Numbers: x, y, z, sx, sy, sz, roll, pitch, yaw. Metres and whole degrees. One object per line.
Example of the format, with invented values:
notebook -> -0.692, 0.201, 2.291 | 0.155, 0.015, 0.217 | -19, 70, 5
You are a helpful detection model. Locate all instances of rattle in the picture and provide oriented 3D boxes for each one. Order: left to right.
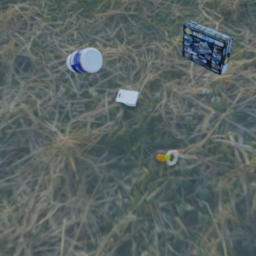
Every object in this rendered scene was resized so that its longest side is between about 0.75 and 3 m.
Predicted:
rattle -> 1.717, 1.133, 11.289 | 0.934, 0.668, 0.608 | -34, 95, -36

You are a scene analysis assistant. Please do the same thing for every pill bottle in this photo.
pill bottle -> -1.683, -2.486, 10.508 | 0.865, 0.865, 1.495 | -42, 29, -23

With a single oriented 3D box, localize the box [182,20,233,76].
box -> 2.925, -3.045, 10.646 | 0.443, 1.530, 1.925 | -39, 56, -21

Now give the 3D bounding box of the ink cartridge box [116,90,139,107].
ink cartridge box -> -0.030, -1.380, 12.873 | 0.906, 0.258, 0.736 | 7, 57, 14
